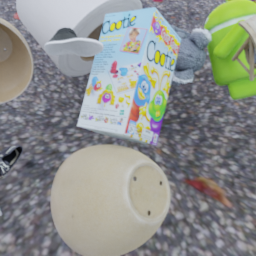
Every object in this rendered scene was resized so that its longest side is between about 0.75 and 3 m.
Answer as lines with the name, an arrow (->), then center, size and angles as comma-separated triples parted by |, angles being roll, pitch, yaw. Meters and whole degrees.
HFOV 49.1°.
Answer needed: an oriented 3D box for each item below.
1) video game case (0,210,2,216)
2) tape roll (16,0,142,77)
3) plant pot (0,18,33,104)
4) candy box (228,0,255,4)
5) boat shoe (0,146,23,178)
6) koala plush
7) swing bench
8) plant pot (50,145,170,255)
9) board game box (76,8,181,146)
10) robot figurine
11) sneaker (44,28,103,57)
video game case -> -4.457, 1.955, 7.116 | 1.991, 0.229, 1.814 | -23, 48, -23
tape roll -> -1.349, -3.249, 8.147 | 2.996, 2.996, 2.057 | -33, 77, -29
plant pot -> -3.111, -1.672, 6.238 | 1.930, 1.930, 1.296 | -10, 37, -10
candy box -> 3.569, -4.059, 8.082 | 0.361, 1.397, 2.734 | -35, 58, -13
boat shoe -> -2.523, 0.719, 5.539 | 0.390, 0.452, 1.243 | -22, 20, 24
koala plush -> 1.365, -1.927, 7.444 | 1.690, 1.631, 1.839 | 20, 16, -28
swing bench -> 2.566, -1.590, 5.067 | 1.054, 1.060, 0.688 | -28, 63, -2
plant pot -> -0.089, 1.150, 4.778 | 2.024, 1.359, 2.024 | 17, 63, -36
board game box -> 0.062, -0.921, 5.435 | 1.186, 1.165, 2.261 | 10, 83, 36
robot figurine -> 2.861, -2.074, 7.268 | 1.501, 2.595, 2.277 | -12, 2, 23
sneaker -> -0.832, -1.412, 4.501 | 0.961, 0.340, 0.477 | 3, 53, 12
